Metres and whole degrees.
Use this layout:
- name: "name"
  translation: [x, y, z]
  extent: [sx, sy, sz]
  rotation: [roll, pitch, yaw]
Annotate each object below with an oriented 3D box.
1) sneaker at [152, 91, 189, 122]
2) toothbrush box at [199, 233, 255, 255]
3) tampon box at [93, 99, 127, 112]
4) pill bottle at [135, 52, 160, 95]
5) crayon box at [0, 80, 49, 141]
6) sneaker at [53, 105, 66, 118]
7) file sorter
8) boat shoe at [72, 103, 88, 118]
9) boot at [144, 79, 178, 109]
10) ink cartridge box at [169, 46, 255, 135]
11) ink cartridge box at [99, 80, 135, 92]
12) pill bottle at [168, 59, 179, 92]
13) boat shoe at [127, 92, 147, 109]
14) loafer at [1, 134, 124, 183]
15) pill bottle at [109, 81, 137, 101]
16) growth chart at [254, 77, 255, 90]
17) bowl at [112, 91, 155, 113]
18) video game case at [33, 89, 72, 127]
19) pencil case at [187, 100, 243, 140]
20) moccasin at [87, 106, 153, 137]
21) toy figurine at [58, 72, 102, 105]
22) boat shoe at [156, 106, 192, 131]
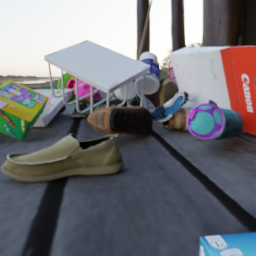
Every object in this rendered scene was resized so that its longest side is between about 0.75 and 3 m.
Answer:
- name: "sneaker"
  translation: [1.258, -0.588, 7.987]
  extent: [1.257, 0.471, 0.545]
  rotation: [-35, -4, 25]
- name: "toothbrush box"
  translation: [0.965, 1.106, 1.732]
  extent: [0.735, 0.428, 1.004]
  rotation: [-2, 10, -9]
- name: "tampon box"
  translation: [-0.702, -0.748, 11.147]
  extent: [1.173, 0.741, 0.879]
  rotation: [2, 10, 14]
- name: "pill bottle"
  translation: [0.690, -1.925, 9.742]
  extent: [0.829, 0.829, 1.433]
  rotation: [1, 52, 6]
- name: "crayon box"
  translation: [-3.155, -0.571, 7.862]
  extent: [1.300, 0.638, 2.189]
  rotation: [25, 19, -12]
- name: "sneaker"
  translation: [-3.099, -0.857, 11.893]
  extent: [0.995, 0.695, 2.000]
  rotation: [-5, 11, -28]
- name: "file sorter"
  translation: [-1.017, -1.410, 8.982]
  extent: [2.702, 1.683, 1.875]
  rotation: [30, 45, 27]
- name: "boat shoe"
  translation: [-2.003, -0.741, 11.707]
  extent: [0.588, 0.530, 1.636]
  rotation: [1, 10, 4]
- name: "boot"
  translation: [1.012, -1.469, 11.025]
  extent: [2.016, 0.877, 2.423]
  rotation: [40, -10, 28]
- name: "ink cartridge box"
  translation: [2.376, -0.923, 7.474]
  extent: [0.851, 2.424, 2.983]
  rotation: [-24, 22, -10]
- name: "ink cartridge box"
  translation: [-0.363, -2.179, 13.251]
  extent: [2.552, 0.728, 2.074]
  rotation: [3, -8, -22]
- name: "pill bottle"
  translation: [2.419, -1.863, 12.225]
  extent: [1.345, 2.356, 1.345]
  rotation: [1, -11, 0]
- name: "boat shoe"
  translation: [0.234, -1.233, 12.367]
  extent: [0.565, 0.628, 1.776]
  rotation: [-1, 46, -36]
- name: "loafer"
  translation: [-1.059, 0.447, 4.710]
  extent: [1.984, 0.669, 0.754]
  rotation: [-3, 11, -17]
- name: "pill bottle"
  translation: [-0.215, -1.479, 10.684]
  extent: [0.845, 0.845, 1.458]
  rotation: [-3, 10, -18]
- name: "growth chart"
  translation: [3.486, -0.971, 7.790]
  extent: [1.999, 0.245, 2.762]
  rotation: [30, -25, -4]
- name: "bowl"
  translation: [0.283, -1.484, 13.922]
  extent: [2.609, 1.224, 2.609]
  rotation: [-1, 11, 0]
- name: "video game case"
  translation: [-3.777, -0.799, 10.241]
  extent: [2.703, 0.340, 2.970]
  rotation: [0, 26, 7]
- name: "pencil case"
  translation: [2.034, -0.129, 6.409]
  extent: [0.867, 0.799, 1.877]
  rotation: [43, 20, 27]
- name: "moccasin"
  translation: [-0.105, -0.147, 7.392]
  extent: [0.906, 0.858, 2.347]
  rotation: [6, 8, 35]
- name: "toy figurine"
  translation: [-1.689, -1.462, 11.409]
  extent: [1.970, 1.479, 1.813]
  rotation: [28, -2, -31]
- name: "boat shoe"
  translation: [1.318, -0.433, 9.068]
  extent: [0.846, 0.892, 2.356]
  rotation: [-4, 7, -9]
